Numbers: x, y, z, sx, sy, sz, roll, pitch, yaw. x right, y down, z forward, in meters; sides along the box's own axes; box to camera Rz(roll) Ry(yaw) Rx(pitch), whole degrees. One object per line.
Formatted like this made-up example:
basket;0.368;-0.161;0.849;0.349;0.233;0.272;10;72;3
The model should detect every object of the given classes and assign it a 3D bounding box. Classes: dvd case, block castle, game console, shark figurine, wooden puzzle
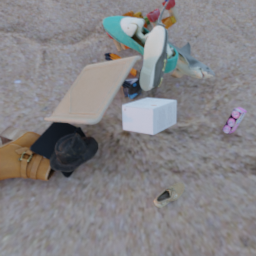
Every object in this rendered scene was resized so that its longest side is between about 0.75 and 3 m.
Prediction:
dvd case;0.107;-1.539;10.656;0.661;0.071;0.889;-8;53;-6
block castle;0.511;-4.193;11.113;2.650;1.243;1.771;-4;35;44
game console;-1.989;0.595;8.505;0.820;1.240;1.410;-2;40;37
shark figurine;1.816;-2.943;10.129;2.918;1.744;1.218;44;70;-18
wooden puzzle;-1.007;-1.026;8.022;2.353;0.474;2.544;4;53;46

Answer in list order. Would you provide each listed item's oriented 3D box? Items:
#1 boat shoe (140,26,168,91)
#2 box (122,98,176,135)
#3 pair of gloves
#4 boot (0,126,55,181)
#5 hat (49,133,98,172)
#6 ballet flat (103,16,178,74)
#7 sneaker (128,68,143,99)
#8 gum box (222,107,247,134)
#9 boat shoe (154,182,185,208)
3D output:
boat shoe;0.843;-2.034;8.320;0.575;1.923;0.687;-11;37;-35
box;0.558;-0.330;7.110;0.919;0.642;1.206;10;20;35
pair of gloves;-0.350;-2.169;10.460;1.487;0.206;1.670;31;39;-12
boot;-3.207;1.180;8.038;2.039;0.971;2.635;20;57;10
hat;-1.544;0.513;7.497;1.408;0.568;1.408;-13;34;9
ballet flat;0.508;-3.032;9.363;2.947;1.037;0.992;37;60;-1
sneaker;0.502;-1.557;10.046;0.502;0.562;1.371;30;84;31
gum box;3.437;-0.220;9.112;0.284;0.860;0.488;38;33;29
boat shoe;1.198;1.852;7.876;1.068;0.344;0.380;-32;59;-22
